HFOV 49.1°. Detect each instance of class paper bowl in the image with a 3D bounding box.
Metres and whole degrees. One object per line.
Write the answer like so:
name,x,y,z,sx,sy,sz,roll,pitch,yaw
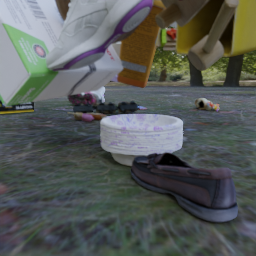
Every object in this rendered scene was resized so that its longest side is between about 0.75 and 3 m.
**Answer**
paper bowl,0.251,0.222,5.307,1.538,0.800,1.538,0,10,0

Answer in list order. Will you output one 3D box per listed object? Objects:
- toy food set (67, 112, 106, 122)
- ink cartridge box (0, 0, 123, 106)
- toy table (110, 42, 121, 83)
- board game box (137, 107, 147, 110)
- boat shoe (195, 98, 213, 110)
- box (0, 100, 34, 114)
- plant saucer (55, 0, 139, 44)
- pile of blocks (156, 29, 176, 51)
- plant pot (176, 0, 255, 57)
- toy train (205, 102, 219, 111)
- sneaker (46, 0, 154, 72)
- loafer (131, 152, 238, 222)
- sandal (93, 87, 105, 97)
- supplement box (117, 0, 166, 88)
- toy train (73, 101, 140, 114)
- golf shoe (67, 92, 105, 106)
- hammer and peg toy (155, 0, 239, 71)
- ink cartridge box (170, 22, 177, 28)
toy food set,-1.431,-0.397,10.417,1.525,0.240,0.969,1,8,-39
ink cartridge box,-1.713,-1.794,6.266,1.176,2.037,2.800,-34,-9,36
toy table,0.023,-2.444,10.198,1.930,1.230,2.100,35,33,29
board game box,0.564,-0.993,14.002,0.406,0.077,0.789,-6,12,-25
boat shoe,3.633,-1.206,13.879,0.486,0.542,1.463,3,9,-15
box,-5.967,-1.107,13.040,2.175,0.672,2.724,-7,12,-41
plant saucer,-0.599,-2.446,5.440,1.847,1.847,0.272,3,43,13
pile of blocks,0.952,-4.123,11.817,2.875,1.180,0.893,22,0,-3
plant pot,2.798,-3.154,7.611,1.974,2.239,2.238,-9,19,-25
toy train,4.042,-1.095,13.246,0.688,0.255,0.915,40,21,15
sneaker,-0.639,-1.752,4.602,2.186,1.089,0.819,-31,-1,27
loafer,0.672,0.591,3.820,0.696,0.610,1.937,-6,12,-28
sandal,-1.962,-1.874,17.443,1.133,0.684,2.784,-14,22,7
supplement box,0.306,-2.160,6.892,0.893,0.864,2.596,15,-31,4
toy train,-0.923,-0.859,12.276,2.914,0.497,0.667,-3,-1,-12
golf shoe,-2.372,-1.622,15.465,2.440,0.886,1.124,20,16,38
hammer and peg toy,0.926,-2.496,4.458,1.039,2.947,2.167,-38,4,-7
ink cartridge box,1.771,-3.895,9.393,0.552,0.950,0.319,-15,41,-27
